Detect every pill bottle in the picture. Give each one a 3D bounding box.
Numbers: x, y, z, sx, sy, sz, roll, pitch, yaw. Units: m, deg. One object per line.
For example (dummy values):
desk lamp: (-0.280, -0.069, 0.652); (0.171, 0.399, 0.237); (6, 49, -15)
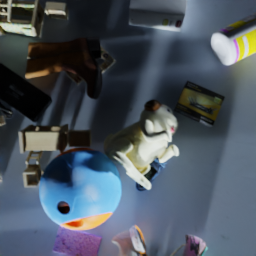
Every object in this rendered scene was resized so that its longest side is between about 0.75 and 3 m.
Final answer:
pill bottle: (4.319, -3.287, 9.992); (2.434, 1.269, 1.269); (-26, 80, -5)

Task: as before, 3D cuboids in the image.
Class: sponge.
sponge: (-1.659, 3.811, 9.186); (1.467, 0.219, 0.818); (15, 80, 3)

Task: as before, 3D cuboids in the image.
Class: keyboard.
keyboard: (-4.142, -1.117, 10.088); (2.513, 0.322, 1.509); (34, 75, 7)

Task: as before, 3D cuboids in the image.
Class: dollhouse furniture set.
dollhouse furniture set: (-3.556, -4.135, 9.721); (2.394, 2.118, 1.331); (5, 80, 2)
dollhouse furniture set: (-2.307, 0.920, 9.503); (2.213, 1.231, 1.958); (0, 104, 0)

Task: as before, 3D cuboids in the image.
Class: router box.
router box: (2.520, -0.851, 9.978); (1.468, 0.383, 1.154); (24, 80, 4)

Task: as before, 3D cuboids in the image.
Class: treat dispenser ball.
treat dispenser ball: (-1.421, 1.805, 8.481); (2.433, 2.433, 2.433); (0, 79, 0)

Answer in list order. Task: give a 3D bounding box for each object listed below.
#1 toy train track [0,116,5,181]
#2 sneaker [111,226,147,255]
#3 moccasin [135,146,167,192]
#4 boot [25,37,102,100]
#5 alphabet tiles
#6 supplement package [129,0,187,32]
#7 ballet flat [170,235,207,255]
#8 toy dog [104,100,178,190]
toy train track: (-5.012, 0.515, 9.690); (1.660, 0.471, 2.895); (-21, 81, -4)
sneaker: (0.183, 4.378, 8.848); (1.067, 0.878, 2.319); (-20, 72, 4)
moccasin: (0.873, 1.354, 9.445); (0.731, 0.620, 1.818); (25, 80, 5)
boot: (-2.296, -2.060, 9.806); (2.704, 0.926, 2.545); (-5, 75, 0)
alphabet tiles: (-1.544, -2.433, 10.449); (1.665, 0.063, 1.392); (-43, 82, -8)
supplement package: (1.121, -4.639, 10.324); (2.011, 1.115, 1.566); (8, 79, 2)
ballet flat: (1.506, 4.622, 8.781); (0.958, 0.931, 2.693); (26, 75, 23)
toy dog: (0.580, 0.335, 8.950); (2.463, 2.388, 1.718); (-48, 123, -12)
